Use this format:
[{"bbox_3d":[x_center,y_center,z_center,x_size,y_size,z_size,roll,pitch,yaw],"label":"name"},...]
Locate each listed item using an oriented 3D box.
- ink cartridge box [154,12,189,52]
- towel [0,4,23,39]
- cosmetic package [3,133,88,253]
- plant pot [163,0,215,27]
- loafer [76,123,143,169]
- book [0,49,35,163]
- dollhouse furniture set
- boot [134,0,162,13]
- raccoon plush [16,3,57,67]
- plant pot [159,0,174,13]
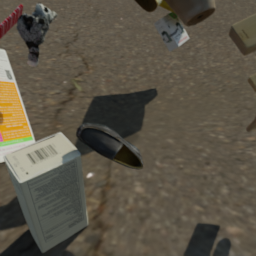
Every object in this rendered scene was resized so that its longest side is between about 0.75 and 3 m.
[{"bbox_3d":[1.568,-3.445,10.006,0.836,1.146,0.482,-43,16,-34],"label":"ink cartridge box"},{"bbox_3d":[-3.582,-2.845,7.991,1.491,0.168,1.078,-52,21,-14],"label":"towel"},{"bbox_3d":[-1.466,1.276,5.338,1.135,2.158,0.767,-24,46,-31],"label":"cosmetic package"},{"bbox_3d":[1.289,-2.688,5.718,1.125,1.125,0.976,-23,88,-26],"label":"plant pot"},{"bbox_3d":[-0.264,0.326,4.856,1.341,0.488,0.485,26,7,-26],"label":"loafer"},{"bbox_3d":[-2.514,-0.437,5.003,0.526,2.187,1.461,-16,-1,15],"label":"book"},{"bbox_3d":[2.957,-1.244,5.854,1.722,1.476,1.811,-26,70,0],"label":"dollhouse furniture set"},{"bbox_3d":[0.354,-3.795,6.878,1.660,0.598,1.284,44,57,-13],"label":"boot"},{"bbox_3d":[-1.629,-1.695,5.039,0.494,1.022,0.685,25,32,2],"label":"raccoon plush"},{"bbox_3d":[1.958,-4.658,9.395,1.543,1.750,1.750,28,28,-16],"label":"plant pot"}]
